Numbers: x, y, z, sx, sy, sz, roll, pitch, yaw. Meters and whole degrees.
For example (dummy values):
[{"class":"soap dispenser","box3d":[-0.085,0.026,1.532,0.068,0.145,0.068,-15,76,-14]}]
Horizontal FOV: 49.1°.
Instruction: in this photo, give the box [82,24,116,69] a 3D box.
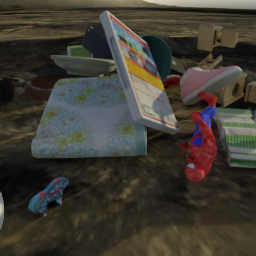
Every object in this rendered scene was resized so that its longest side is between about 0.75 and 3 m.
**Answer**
[{"class":"box","box3d":[-0.742,-3.748,12.701,1.948,1.014,1.774,43,42,15]}]

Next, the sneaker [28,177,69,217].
[{"class":"sneaker","box3d":[-1.285,1.214,4.868,0.410,0.340,0.859,28,43,19]}]

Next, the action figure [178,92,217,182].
[{"class":"action figure","box3d":[1.529,0.161,6.026,0.741,0.938,2.866,16,33,6]}]

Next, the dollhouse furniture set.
[{"class":"dollhouse furniture set","box3d":[3.105,-1.870,8.564,1.400,2.227,2.519,-26,36,-36]}]

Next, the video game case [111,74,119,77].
[{"class":"video game case","box3d":[0.111,-1.737,10.551,1.456,0.176,1.598,-2,28,-4]}]

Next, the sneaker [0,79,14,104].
[{"class":"sneaker","box3d":[-4.377,-1.004,8.500,0.933,0.792,2.150,7,29,16]}]

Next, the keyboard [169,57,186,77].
[{"class":"keyboard","box3d":[1.742,-2.710,12.325,1.444,0.550,2.775,21,25,-9]}]

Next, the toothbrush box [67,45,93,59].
[{"class":"toothbrush box","box3d":[-2.244,-3.424,13.118,1.076,0.783,0.463,-14,31,-24]}]

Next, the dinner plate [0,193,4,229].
[{"class":"dinner plate","box3d":[-2.253,1.143,3.942,0.158,1.299,1.299,-18,21,23]}]

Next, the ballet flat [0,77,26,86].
[{"class":"ballet flat","box3d":[-4.352,-1.762,10.518,1.095,0.254,0.369,6,28,12]}]

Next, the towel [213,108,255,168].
[{"class":"towel","box3d":[3.183,0.188,6.778,2.051,0.314,2.689,4,26,6]}]

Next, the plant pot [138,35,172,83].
[{"class":"plant pot","box3d":[0.389,-2.294,9.549,1.831,1.831,1.233,-10,28,-19]}]

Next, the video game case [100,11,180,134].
[{"class":"video game case","box3d":[0.324,-1.249,6.723,0.242,2.772,1.982,-27,-22,26]}]

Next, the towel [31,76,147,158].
[{"class":"towel","box3d":[-0.796,-0.369,6.940,2.471,0.695,2.887,-4,40,4]}]

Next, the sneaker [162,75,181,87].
[{"class":"sneaker","box3d":[1.395,-1.592,10.156,1.062,0.416,0.613,-5,34,17]}]

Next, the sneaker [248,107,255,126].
[{"class":"sneaker","box3d":[2.920,-0.268,6.276,0.410,1.056,0.738,-38,45,15]}]

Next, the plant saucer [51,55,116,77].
[{"class":"plant saucer","box3d":[-1.654,-2.385,10.905,2.619,0.657,2.619,6,13,-1]}]

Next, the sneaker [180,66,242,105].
[{"class":"sneaker","box3d":[2.298,-1.517,8.240,0.718,0.997,1.908,9,-29,-43]}]

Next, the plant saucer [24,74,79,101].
[{"class":"plant saucer","box3d":[-2.581,-1.522,9.960,2.178,0.375,2.178,-1,27,0]}]
